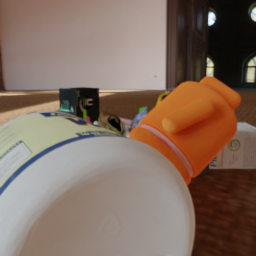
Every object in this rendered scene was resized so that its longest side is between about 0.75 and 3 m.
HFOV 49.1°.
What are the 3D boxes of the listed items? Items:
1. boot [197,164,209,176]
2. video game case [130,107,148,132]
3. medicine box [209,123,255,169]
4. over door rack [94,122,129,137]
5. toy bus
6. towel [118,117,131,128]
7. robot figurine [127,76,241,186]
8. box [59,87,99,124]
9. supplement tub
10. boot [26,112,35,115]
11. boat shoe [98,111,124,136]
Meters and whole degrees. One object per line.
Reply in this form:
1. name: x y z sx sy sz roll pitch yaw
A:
1. boot: 1.493 0.770 8.517 1.821 0.725 2.209 5 8 14
2. video game case: 0.415 -0.078 10.741 0.133 0.999 1.399 32 35 -20
3. medicine box: 3.015 0.493 8.748 2.034 1.047 1.852 -1 11 2
4. over door rack: -0.241 0.341 9.758 2.199 0.991 2.976 1 11 10
5. toy bus: 1.852 -0.880 12.082 2.692 1.391 2.540 -19 -31 35
6. towel: -0.002 -0.112 12.799 1.957 0.400 2.675 12 6 -26
7. robot figurine: 1.126 0.152 6.051 2.906 1.694 2.090 -43 17 -13
8. box: -2.277 -0.864 13.130 1.247 2.006 1.490 9 15 39
9. supplement tub: -0.865 0.930 3.660 2.151 2.151 2.966 -6 13 -30
10. boot: -4.296 -0.196 12.996 2.202 0.815 1.804 6 13 13
11. boat shoe: -0.512 -0.128 9.750 0.734 0.693 2.040 0 33 -23
